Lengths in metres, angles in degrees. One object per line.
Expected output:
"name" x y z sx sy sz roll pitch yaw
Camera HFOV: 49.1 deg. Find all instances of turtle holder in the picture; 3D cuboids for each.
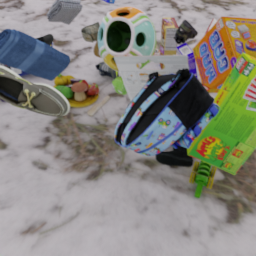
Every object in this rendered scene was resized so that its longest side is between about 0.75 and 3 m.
"turtle holder" -0.215 -2.583 8.998 1.934 2.546 1.808 34 17 3

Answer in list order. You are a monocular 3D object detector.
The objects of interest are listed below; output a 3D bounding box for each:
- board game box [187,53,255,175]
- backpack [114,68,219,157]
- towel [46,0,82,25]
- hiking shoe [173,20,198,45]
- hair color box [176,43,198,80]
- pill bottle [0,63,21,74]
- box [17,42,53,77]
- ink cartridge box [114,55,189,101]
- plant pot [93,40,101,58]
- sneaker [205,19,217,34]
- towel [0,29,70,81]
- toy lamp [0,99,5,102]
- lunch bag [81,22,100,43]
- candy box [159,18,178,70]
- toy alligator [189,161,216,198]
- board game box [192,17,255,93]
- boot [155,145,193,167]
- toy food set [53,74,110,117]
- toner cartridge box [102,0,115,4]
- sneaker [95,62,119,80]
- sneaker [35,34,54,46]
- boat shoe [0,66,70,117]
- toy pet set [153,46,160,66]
"board game box" 2.842 -0.260 7.217 1.457 2.869 0.683 24 29 -4
"backpack" 0.734 -0.177 6.459 2.098 1.411 1.915 -50 20 -7
"towel" -2.340 -4.246 10.239 0.961 1.161 0.497 -19 88 -43
"hiking shoe" 1.998 -3.375 10.055 0.578 0.769 1.527 53 23 11
"hair color box" 2.181 -2.351 10.337 0.442 1.365 0.746 -25 53 4
"pill bottle" -4.305 -2.048 9.673 1.056 0.602 0.602 -17 45 -25
"box" -4.957 -3.284 13.734 2.777 0.450 1.682 -12 53 5
"ink cartridge box" 0.995 -1.156 8.281 2.186 2.696 0.676 7 50 29
"plant pot" -0.525 -3.532 11.326 2.032 2.032 0.279 -35 81 -32
"sneaker" 3.363 -3.371 10.601 0.987 0.669 1.708 26 68 4
"towel" -2.979 -2.237 8.644 1.257 2.252 0.547 -30 63 29
"toy lamp" -5.877 -1.086 11.784 0.595 0.595 2.044 28 48 27
"lunch bag" -1.520 -3.969 11.812 0.868 0.712 0.510 -19 78 1
"candy box" 1.667 -3.386 11.667 0.572 2.025 1.181 0 40 -2
"toy alligator" 2.548 1.207 9.192 0.715 0.654 2.412 16 45 17
"board game box" 3.361 -2.223 8.846 1.695 1.694 1.694 -4 73 -20
"boot" 1.648 0.760 9.795 1.386 0.513 1.136 9 45 -1
"toy food set" -2.204 -1.766 12.251 2.849 0.930 1.676 27 49 26
"toner cartridge box" -1.051 -5.122 10.172 1.513 0.718 0.327 36 36 24
"sneaker" -0.985 -2.693 13.567 0.762 0.696 1.883 -23 39 -15
"sneaker" -3.032 -2.850 9.493 1.112 0.441 0.419 -33 86 -3
"boat shoe" -2.394 -0.766 6.472 2.094 0.748 0.626 26 23 0
"toy pet set" 1.520 -3.698 14.579 1.583 0.900 1.696 13 9 10
